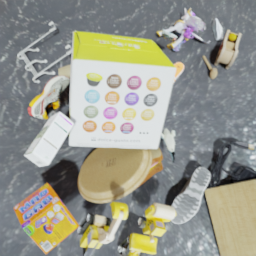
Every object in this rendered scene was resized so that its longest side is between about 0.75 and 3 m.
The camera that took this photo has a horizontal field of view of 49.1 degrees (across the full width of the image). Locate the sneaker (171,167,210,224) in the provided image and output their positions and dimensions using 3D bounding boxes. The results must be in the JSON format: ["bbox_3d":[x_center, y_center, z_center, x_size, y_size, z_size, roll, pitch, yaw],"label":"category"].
[{"bbox_3d":[2.079,2.314,9.323,0.766,0.841,2.051,35,73,16],"label":"sneaker"}]

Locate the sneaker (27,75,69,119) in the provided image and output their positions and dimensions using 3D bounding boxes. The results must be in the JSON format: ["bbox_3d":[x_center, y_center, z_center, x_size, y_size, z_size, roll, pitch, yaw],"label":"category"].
[{"bbox_3d":[-2.296,-0.908,8.622,0.685,0.649,1.668,25,66,15],"label":"sneaker"}]

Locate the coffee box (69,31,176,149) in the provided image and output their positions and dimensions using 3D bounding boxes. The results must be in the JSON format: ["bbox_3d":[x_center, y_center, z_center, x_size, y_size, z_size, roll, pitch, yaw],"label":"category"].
[{"bbox_3d":[-0.435,-1.248,8.848,2.759,2.732,2.763,2,32,-12],"label":"coffee box"}]

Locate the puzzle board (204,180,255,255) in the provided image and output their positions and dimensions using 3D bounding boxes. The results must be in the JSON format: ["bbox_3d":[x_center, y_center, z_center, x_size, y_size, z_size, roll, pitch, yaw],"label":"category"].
[{"bbox_3d":[3.846,3.188,8.944,2.139,0.247,2.838,-15,71,15],"label":"puzzle board"}]

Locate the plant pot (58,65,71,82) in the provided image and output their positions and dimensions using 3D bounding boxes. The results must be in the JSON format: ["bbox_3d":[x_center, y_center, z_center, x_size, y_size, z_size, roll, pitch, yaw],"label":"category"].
[{"bbox_3d":[-2.155,-2.001,10.309,0.782,0.733,0.733,-5,69,-11],"label":"plant pot"}]

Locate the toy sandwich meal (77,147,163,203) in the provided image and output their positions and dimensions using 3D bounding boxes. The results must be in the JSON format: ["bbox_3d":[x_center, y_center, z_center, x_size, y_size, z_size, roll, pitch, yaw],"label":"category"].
[{"bbox_3d":[-0.287,1.401,9.170,2.911,0.997,2.911,-19,36,15],"label":"toy sandwich meal"}]

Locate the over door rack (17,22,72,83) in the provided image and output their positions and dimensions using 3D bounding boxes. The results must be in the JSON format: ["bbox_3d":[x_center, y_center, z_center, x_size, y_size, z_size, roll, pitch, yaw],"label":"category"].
[{"bbox_3d":[-3.304,-2.977,11.338,2.065,0.688,1.525,-40,72,8],"label":"over door rack"}]

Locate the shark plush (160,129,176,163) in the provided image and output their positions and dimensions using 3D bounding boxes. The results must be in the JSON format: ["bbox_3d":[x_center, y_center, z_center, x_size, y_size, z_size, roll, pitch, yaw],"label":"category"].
[{"bbox_3d":[1.371,0.519,8.887,0.513,0.470,1.128,-23,71,-5],"label":"shark plush"}]

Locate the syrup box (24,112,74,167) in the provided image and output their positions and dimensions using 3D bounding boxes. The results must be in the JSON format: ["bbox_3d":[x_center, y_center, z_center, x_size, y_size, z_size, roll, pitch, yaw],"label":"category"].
[{"bbox_3d":[-1.913,0.274,6.857,0.522,0.505,1.282,44,53,-25],"label":"syrup box"}]

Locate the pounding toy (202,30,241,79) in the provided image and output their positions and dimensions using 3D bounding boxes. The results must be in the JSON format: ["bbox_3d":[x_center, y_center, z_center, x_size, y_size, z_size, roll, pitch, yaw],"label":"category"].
[{"bbox_3d":[3.712,-3.078,11.209,1.178,1.174,2.053,21,70,8],"label":"pounding toy"}]

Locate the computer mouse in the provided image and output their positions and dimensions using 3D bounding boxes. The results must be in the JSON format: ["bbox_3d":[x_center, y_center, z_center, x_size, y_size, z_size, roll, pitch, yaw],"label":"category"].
[{"bbox_3d":[4.224,1.517,9.693,2.617,0.602,1.838,16,85,16],"label":"computer mouse"}]

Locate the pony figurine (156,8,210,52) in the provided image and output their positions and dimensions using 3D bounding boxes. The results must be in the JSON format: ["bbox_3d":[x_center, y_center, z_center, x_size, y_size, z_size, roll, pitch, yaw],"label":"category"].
[{"bbox_3d":[2.366,-4.005,11.593,1.824,1.519,1.761,-40,64,2],"label":"pony figurine"}]

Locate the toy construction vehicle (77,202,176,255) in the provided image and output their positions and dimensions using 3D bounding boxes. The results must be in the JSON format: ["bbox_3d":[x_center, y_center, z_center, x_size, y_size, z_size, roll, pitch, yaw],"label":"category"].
[{"bbox_3d":[-0.049,3.038,7.676,2.348,2.697,0.950,22,36,-22],"label":"toy construction vehicle"}]

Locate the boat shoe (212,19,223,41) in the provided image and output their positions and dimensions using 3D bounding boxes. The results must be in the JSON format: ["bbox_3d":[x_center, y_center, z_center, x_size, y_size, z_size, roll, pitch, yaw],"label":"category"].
[{"bbox_3d":[3.901,-4.241,12.133,0.338,0.373,1.013,0,80,-13],"label":"boat shoe"}]

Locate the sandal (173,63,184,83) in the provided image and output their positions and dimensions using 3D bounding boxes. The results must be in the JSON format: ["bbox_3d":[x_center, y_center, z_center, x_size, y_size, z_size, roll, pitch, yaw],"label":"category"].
[{"bbox_3d":[1.681,-2.137,11.223,0.629,0.470,1.641,35,73,12],"label":"sandal"}]

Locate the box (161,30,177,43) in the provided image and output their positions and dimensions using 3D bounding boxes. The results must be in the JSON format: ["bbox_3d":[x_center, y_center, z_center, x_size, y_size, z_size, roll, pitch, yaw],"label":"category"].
[{"bbox_3d":[1.418,-3.188,9.740,0.532,0.778,0.155,28,103,1],"label":"box"}]

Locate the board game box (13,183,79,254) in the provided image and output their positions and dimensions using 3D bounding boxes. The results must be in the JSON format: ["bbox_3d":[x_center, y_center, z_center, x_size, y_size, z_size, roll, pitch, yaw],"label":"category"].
[{"bbox_3d":[-2.086,2.279,7.160,1.034,1.035,1.034,-36,30,-20],"label":"board game box"}]
